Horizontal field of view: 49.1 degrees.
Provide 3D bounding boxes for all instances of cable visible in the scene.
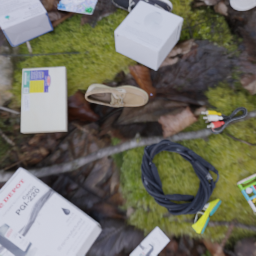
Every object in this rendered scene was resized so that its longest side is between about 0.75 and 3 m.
[{"bbox_3d":[3.190,-0.286,9.031,1.613,0.406,0.783,-11,66,-6],"label":"cable"},{"bbox_3d":[1.327,1.374,8.178,2.341,0.595,1.910,37,74,15],"label":"cable"}]

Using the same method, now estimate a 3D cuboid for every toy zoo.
[{"bbox_3d":[3.731,1.931,8.080,0.698,0.109,1.065,-22,65,-11],"label":"toy zoo"}]

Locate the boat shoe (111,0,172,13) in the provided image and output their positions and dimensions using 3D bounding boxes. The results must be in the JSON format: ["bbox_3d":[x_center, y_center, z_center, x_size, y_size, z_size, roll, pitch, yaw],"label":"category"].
[{"bbox_3d":[0.449,-4.805,11.060,2.526,0.933,0.762,18,60,0],"label":"boat shoe"}]

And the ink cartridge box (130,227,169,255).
[{"bbox_3d":[0.473,3.115,7.090,1.110,0.808,0.471,-39,70,-18],"label":"ink cartridge box"}]

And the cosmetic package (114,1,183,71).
[{"bbox_3d":[0.727,-3.345,10.177,1.773,1.094,1.779,30,67,14],"label":"cosmetic package"}]

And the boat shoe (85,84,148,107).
[{"bbox_3d":[-0.350,-0.883,8.492,1.878,0.669,0.606,6,34,6],"label":"boat shoe"}]

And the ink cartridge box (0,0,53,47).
[{"bbox_3d":[-4.308,-4.609,10.877,1.748,0.978,2.562,-28,68,-13],"label":"ink cartridge box"}]

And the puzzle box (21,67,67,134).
[{"bbox_3d":[-2.703,-0.912,9.087,1.428,0.273,2.146,-2,78,0],"label":"puzzle box"}]

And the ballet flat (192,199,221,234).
[{"bbox_3d":[2.138,2.366,7.740,0.380,0.379,1.133,28,67,29],"label":"ballet flat"}]

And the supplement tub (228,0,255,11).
[{"bbox_3d":[4.649,-6.035,11.381,1.369,1.369,2.234,1,64,1],"label":"supplement tub"}]

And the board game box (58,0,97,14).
[{"bbox_3d":[-2.053,-5.435,11.744,1.465,0.190,1.465,11,63,6],"label":"board game box"}]

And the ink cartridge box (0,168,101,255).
[{"bbox_3d":[-2.311,2.568,7.205,2.620,1.111,1.908,30,67,16],"label":"ink cartridge box"}]
